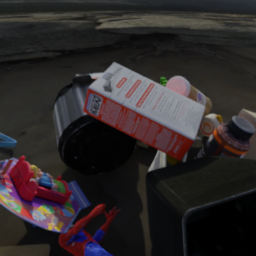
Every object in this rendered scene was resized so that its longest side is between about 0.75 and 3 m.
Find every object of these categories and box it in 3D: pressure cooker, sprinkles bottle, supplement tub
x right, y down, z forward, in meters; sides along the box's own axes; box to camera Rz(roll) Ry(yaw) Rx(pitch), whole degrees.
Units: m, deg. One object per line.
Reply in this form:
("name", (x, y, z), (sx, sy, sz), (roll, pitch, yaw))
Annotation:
("pressure cooker", (-1.058, -0.207, 8.060), (2.228, 2.194, 2.495), (24, 25, -35))
("sprinkles bottle", (1.749, -0.847, 7.926), (0.632, 0.632, 1.853), (26, 4, 39))
("supplement tub", (2.320, 0.527, 6.783), (0.888, 1.660, 0.888), (17, 36, -13))

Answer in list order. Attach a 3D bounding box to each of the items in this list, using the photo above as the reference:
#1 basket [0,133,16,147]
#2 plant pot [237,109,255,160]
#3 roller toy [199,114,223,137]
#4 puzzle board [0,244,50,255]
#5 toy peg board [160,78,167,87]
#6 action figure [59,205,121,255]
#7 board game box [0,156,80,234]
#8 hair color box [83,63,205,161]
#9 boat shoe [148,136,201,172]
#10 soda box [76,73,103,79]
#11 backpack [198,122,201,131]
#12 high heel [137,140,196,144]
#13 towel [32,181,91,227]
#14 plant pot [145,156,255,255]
("basket", (-4.705, 0.239, 8.588), (1.729, 1.364, 1.961), (19, 3, 28))
("plant pot", (3.502, 0.522, 7.583), (1.315, 1.486, 1.484), (38, 20, 35))
("roller toy", (2.873, -0.099, 9.697), (0.551, 0.789, 0.720), (-22, 30, -38))
("puzzle board", (-2.618, 2.828, 4.934), (2.186, 0.190, 1.647), (-3, 27, -3))
("toy peg board", (2.149, -1.581, 12.233), (1.748, 0.858, 1.755), (-1, 30, 0))
("action figure", (-0.321, 1.988, 5.040), (2.713, 0.885, 1.343), (2, 51, 50))
("board game box", (-1.809, 1.138, 5.855), (2.030, 0.500, 2.569), (36, 1, 1))
("hair color box", (0.380, -0.415, 6.242), (2.387, 0.763, 1.324), (28, 43, 5))
("boat shoe", (1.297, 0.363, 7.413), (1.014, 1.171, 2.746), (32, 48, -4))
("soda box", (-1.275, -2.172, 13.443), (2.347, 0.746, 0.803), (-6, 30, -12))
("backpack", (2.164, -0.528, 9.507), (0.728, 0.960, 1.150), (11, 54, 19))
("high heel", (1.519, -0.303, 9.722), (1.996, 1.000, 2.801), (7, 42, 21))
("towel", (-1.759, 1.808, 6.856), (1.414, 0.169, 1.024), (-15, 33, -27))
("plant pot", (1.469, 1.694, 5.114), (2.318, 2.323, 2.061), (-12, 19, -20))
